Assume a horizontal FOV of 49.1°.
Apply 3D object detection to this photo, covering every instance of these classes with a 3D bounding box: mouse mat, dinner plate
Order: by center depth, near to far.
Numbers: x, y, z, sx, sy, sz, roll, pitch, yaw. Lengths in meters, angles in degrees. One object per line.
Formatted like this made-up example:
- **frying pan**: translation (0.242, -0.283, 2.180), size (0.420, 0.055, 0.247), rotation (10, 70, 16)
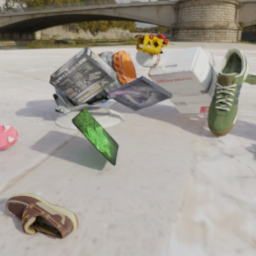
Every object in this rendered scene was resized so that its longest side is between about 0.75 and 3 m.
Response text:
- **mouse mat**: translation (-0.814, 0.177, 7.587), size (0.073, 1.564, 1.944), rotation (-41, 10, 10)
- **dinner plate**: translation (-1.576, -0.486, 11.253), size (2.675, 0.324, 2.675), rotation (-1, 20, 1)

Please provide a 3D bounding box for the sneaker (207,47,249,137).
- **sneaker**: translation (3.203, -1.289, 9.242), size (0.992, 2.960, 1.329), rotation (13, -16, 32)

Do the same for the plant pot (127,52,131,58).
- **plant pot**: translation (-0.919, -3.121, 15.998), size (2.592, 1.740, 2.592), rotation (-15, 13, 4)

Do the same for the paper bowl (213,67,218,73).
- **paper bowl**: translation (5.669, -3.464, 18.447), size (1.736, 0.903, 1.736), rotation (4, 21, -1)

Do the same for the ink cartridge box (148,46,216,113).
- **ink cartridge box**: translation (2.309, -1.700, 10.684), size (1.945, 1.132, 2.670), rotation (2, -26, 42)

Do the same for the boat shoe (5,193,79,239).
- **boat shoe**: translation (-1.686, 1.637, 5.082), size (1.548, 0.558, 0.557), rotation (14, 22, 19)

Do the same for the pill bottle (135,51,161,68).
- **pill bottle**: translation (0.694, -2.429, 9.649), size (0.705, 0.705, 1.212), rotation (6, 14, 17)

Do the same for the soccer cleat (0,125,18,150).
- **soccer cleat**: translation (-4.508, 0.500, 8.066), size (2.582, 0.861, 0.987), rotation (-15, -8, -21)

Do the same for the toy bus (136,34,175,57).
- **toy bus**: translation (0.790, -2.509, 8.685), size (1.110, 0.574, 1.047), rotation (13, 6, 18)

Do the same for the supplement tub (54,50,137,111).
- **supplement tub**: translation (-1.246, -1.846, 10.850), size (2.905, 1.780, 1.780), rotation (-14, 13, 25)

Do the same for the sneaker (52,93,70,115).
- **sneaker**: translation (-2.602, -0.858, 10.420), size (0.514, 0.890, 0.334), rotation (-44, 0, -38)

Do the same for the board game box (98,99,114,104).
- **board game box**: translation (-1.555, -1.626, 14.475), size (1.828, 0.237, 1.829), rotation (8, 22, 23)

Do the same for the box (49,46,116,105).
- **box**: translation (-1.514, -1.674, 9.367), size (1.798, 1.424, 0.435), rotation (-30, 42, 30)

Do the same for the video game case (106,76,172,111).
- **video game case**: translation (0.349, -1.109, 9.531), size (1.367, 0.182, 1.914), rotation (25, -25, -32)
